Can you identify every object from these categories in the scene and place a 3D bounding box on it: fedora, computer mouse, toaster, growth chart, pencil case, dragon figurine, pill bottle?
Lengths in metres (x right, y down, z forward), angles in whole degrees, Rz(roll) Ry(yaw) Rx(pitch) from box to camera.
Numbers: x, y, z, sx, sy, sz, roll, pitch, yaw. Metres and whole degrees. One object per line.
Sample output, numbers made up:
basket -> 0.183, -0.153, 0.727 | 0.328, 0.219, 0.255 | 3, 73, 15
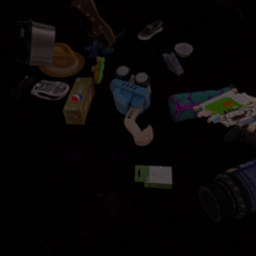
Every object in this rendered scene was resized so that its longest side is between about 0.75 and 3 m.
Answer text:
fedora -> -3.382, -3.532, 14.029 | 2.359, 0.962, 2.359 | 0, 52, 0
computer mouse -> -3.914, -1.695, 12.866 | 2.628, 0.577, 1.441 | 11, 48, 16
toaster -> -3.483, -3.133, 10.411 | 1.020, 1.555, 1.719 | -3, 19, -36
growth chart -> 2.900, -0.488, 7.350 | 1.656, 0.203, 2.288 | -28, 27, -13
pencil case -> 3.147, -1.004, 11.840 | 2.786, 1.287, 1.185 | -9, 95, -6
dragon figurine -> -1.160, -4.410, 14.866 | 2.481, 0.730, 1.233 | -17, 54, -13
pill bottle -> 3.865, 2.031, 9.262 | 2.771, 1.550, 1.550 | -17, 54, -14

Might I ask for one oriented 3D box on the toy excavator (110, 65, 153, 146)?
toy excavator -> 0.179, -0.876, 11.861 | 2.769, 1.422, 2.848 | 22, 68, 19

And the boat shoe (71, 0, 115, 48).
boat shoe -> -1.437, -4.133, 11.306 | 0.867, 2.463, 0.866 | 2, 55, 39

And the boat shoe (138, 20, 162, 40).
boat shoe -> 1.249, -5.593, 15.893 | 0.640, 0.576, 1.809 | 37, 60, 25

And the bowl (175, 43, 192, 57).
bowl -> 2.895, -4.004, 14.736 | 0.914, 0.429, 0.914 | 0, 51, 0

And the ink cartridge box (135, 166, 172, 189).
ink cartridge box -> 0.909, 1.781, 10.190 | 1.331, 0.395, 0.691 | 3, 52, 2

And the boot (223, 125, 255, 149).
boot -> 5.007, 0.640, 10.890 | 2.083, 0.721, 1.813 | -17, 53, -16

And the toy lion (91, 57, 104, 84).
toy lion -> -1.143, -2.178, 10.841 | 0.296, 0.862, 0.826 | 5, 55, -29

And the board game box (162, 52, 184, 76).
board game box -> 1.608, -2.455, 10.341 | 0.264, 0.856, 0.857 | -35, 39, 0

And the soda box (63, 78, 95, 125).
soda box -> -1.777, -1.019, 10.351 | 0.645, 0.682, 2.014 | 2, 44, 8
